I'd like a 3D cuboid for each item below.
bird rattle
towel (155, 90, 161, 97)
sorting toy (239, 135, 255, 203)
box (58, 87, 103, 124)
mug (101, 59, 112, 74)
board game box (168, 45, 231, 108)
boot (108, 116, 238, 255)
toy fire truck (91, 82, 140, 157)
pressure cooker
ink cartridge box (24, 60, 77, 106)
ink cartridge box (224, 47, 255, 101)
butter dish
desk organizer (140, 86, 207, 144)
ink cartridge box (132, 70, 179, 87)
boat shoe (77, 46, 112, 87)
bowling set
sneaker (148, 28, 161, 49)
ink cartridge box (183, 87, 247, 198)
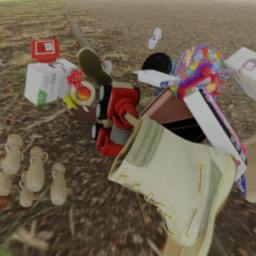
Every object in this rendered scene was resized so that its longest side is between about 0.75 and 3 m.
[{"bbox_3d":[-1.488,-1.138,8.603,0.971,1.192,0.671,14,11,-17],"label":"bird rattle"},{"bbox_3d":[2.039,-1.618,12.359,1.678,0.407,0.937,4,33,5],"label":"towel"},{"bbox_3d":[3.723,0.933,7.579,1.760,0.347,1.901,-35,29,21],"label":"sorting toy"},{"bbox_3d":[-1.262,-0.801,10.096,2.462,1.233,0.923,20,67,30],"label":"box"},{"bbox_3d":[-1.104,-2.302,10.441,0.907,0.605,0.805,27,7,28],"label":"mug"},{"bbox_3d":[2.353,-1.265,9.093,2.147,2.717,0.529,16,13,-33],"label":"board game box"},{"bbox_3d":[0.552,1.350,5.053,2.097,2.712,0.977,25,-5,-11],"label":"boot"},{"bbox_3d":[0.013,0.106,7.997,1.548,2.118,2.406,4,32,-20],"label":"toy fire truck"},{"bbox_3d":[1.146,-1.786,9.393,1.114,1.096,1.247,41,8,32],"label":"pressure cooker"},{"bbox_3d":[-2.404,-1.458,8.802,0.636,1.105,1.514,32,32,20],"label":"ink cartridge box"},{"bbox_3d":[4.131,-1.522,8.839,0.839,1.432,1.982,-39,32,10],"label":"ink cartridge box"},{"bbox_3d":[-2.331,-2.095,7.991,0.771,0.572,0.773,-7,60,-9],"label":"butter dish"},{"bbox_3d":[1.410,-0.076,7.612,1.016,0.947,2.640,48,10,24],"label":"desk organizer"},{"bbox_3d":[0.653,-1.183,6.685,0.843,0.182,0.827,24,27,35],"label":"ink cartridge box"},{"bbox_3d":[-1.142,-1.995,9.042,0.682,1.909,0.627,-36,59,4],"label":"boat shoe"},{"bbox_3d":[-2.540,1.105,6.520,1.477,2.122,1.139,-21,46,10],"label":"bowling set"},{"bbox_3d":[0.995,-3.229,10.242,0.288,0.767,0.441,27,13,11],"label":"sneaker"},{"bbox_3d":[2.068,0.224,6.112,0.444,2.397,1.135,-30,-2,24],"label":"ink cartridge box"}]
